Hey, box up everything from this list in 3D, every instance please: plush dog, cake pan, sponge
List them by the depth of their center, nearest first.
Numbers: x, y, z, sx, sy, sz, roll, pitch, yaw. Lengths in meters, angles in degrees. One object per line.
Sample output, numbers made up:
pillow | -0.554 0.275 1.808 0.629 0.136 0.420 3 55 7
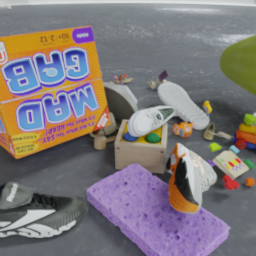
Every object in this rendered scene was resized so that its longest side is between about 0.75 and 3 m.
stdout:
sponge | 0.540 1.864 6.220 1.603 0.428 2.873 -23 37 -35
cake pan | -0.476 -0.722 9.181 1.895 1.895 0.347 17 52 27
plush dog | -0.854 0.028 9.209 0.893 0.835 1.040 -26 1 -15

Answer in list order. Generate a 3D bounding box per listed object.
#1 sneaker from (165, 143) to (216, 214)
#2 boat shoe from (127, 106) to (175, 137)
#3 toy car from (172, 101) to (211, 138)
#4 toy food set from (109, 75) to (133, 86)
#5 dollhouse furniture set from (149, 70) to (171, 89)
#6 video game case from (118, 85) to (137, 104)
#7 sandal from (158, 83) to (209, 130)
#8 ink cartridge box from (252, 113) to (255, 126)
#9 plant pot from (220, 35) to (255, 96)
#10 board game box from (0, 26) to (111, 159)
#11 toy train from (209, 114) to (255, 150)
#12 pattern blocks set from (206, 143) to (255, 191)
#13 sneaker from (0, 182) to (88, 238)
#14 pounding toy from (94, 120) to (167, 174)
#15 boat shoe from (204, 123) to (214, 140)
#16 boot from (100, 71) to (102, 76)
sneaker | 1.582 1.155 6.477 1.146 0.943 2.491 21 21 -2
boat shoe | 0.681 -0.294 7.737 0.588 0.647 1.760 -14 14 42
toy car | 2.034 -0.212 8.996 0.717 1.462 0.487 7 45 -26
toy food set | -0.340 -2.329 13.391 1.071 0.169 0.681 -33 59 -32
dollhouse furniture set | 1.732 -1.644 12.559 0.955 1.067 1.346 27 38 -41
video game case | -0.706 -1.299 10.708 1.792 0.217 1.968 8 -8 14
sandal | 1.913 -0.759 10.521 1.086 0.656 2.668 -15 48 -22
ink cartridge box | 5.262 -0.205 9.329 2.208 0.843 1.506 -28 40 -36
plant pot | 4.693 -2.320 10.140 2.531 2.531 2.705 -12 21 -20
board game box | -2.694 -1.197 8.354 2.879 2.880 2.882 -21 20 -32
toy train | 3.523 0.039 8.532 1.810 1.047 0.766 17 34 12
pattern blocks set | 2.729 0.982 7.473 1.679 0.136 1.476 -4 47 -38
sneaker | -2.153 1.655 5.824 2.598 1.176 0.863 -5 32 -9
pounding toy | 0.027 0.272 8.354 2.211 1.011 1.942 4 31 7
boat shoe | 2.737 0.115 9.363 0.305 0.263 0.835 16 33 22
boot | -2.492 -2.668 13.678 2.113 0.769 1.642 -12 32 -27
